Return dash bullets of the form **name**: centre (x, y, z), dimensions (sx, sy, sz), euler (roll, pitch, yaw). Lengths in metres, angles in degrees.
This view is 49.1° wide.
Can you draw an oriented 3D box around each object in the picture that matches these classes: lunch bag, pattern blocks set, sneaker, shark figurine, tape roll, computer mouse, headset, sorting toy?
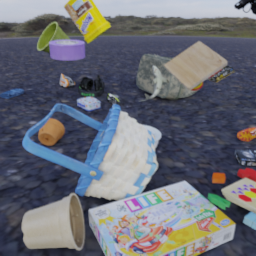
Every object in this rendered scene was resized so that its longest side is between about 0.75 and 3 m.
- **lunch bag**: centre (2.070, -2.577, 14.228), dimensions (2.321, 1.928, 2.767), euler (2, 18, -37)
- **pattern blocks set**: centre (2.805, 1.527, 6.211), dimensions (2.337, 0.189, 2.054), euler (-3, 22, -35)
- **sneaker**: centre (-0.582, -1.327, 12.988), dimensions (0.502, 0.458, 1.241), euler (-6, 25, -22)
- **shark figurine**: centre (0.803, -1.250, 8.715), dimensions (0.694, 1.162, 0.485), euler (25, -12, -26)
- **sneaker**: centre (-3.498, -2.639, 15.965), dimensions (0.599, 0.607, 1.551), euler (-1, 27, -28)
- **tape roll**: centre (-1.864, -2.402, 8.606), dimensions (1.051, 0.447, 1.051), euler (1, 26, 0)
- **computer mouse**: centre (2.691, -2.262, 5.182), dimensions (1.212, 0.320, 0.840), euler (15, 0, -19)
- **headset**: centre (-1.840, -2.147, 14.800), dimensions (1.344, 1.022, 2.176), euler (8, 39, 7)
- **lunch bag**: centre (-1.773, -1.063, 12.437), dimensions (0.821, 0.387, 1.024), euler (-22, 32, -37)
- **sorting toy**: centre (1.894, -1.666, 7.891), dimensions (1.254, 0.439, 1.261), euler (-34, 50, 0)
- **sneaker**: centre (4.048, 0.230, 9.524), dimensions (1.097, 0.400, 0.423), euler (-7, 7, -31)

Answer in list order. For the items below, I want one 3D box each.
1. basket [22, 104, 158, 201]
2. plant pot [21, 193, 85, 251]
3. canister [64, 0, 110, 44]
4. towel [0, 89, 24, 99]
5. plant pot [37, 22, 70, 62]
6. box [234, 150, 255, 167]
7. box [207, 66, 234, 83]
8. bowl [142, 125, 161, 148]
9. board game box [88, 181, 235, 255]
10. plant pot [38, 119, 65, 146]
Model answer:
- **basket**: centre (-0.776, 0.440, 6.562), dimensions (2.764, 1.923, 2.437), euler (30, 22, -7)
- **plant pot**: centre (-1.380, 1.800, 5.155), dimensions (0.924, 1.009, 1.009), euler (-12, 23, 2)
- **canister**: centre (-1.745, -4.662, 11.785), dimensions (1.321, 1.779, 0.770), euler (-21, 21, 44)
- **towel**: centre (-5.883, -1.762, 14.203), dimensions (0.614, 0.267, 1.101), euler (8, 25, 21)
- **plant pot**: centre (-2.868, -3.442, 11.677), dimensions (1.270, 1.337, 1.337), euler (32, -1, -41)
- **box**: centre (3.589, 0.882, 8.114), dimensions (0.842, 0.183, 0.674), euler (4, 23, 9)
- **box**: centre (3.259, -1.938, 9.962), dimensions (0.783, 0.193, 0.625), euler (-31, 24, -4)
- **bowl**: centre (0.280, 0.460, 8.521), dimensions (1.424, 0.640, 1.424), euler (0, 22, 0)
- **board game box**: centre (0.607, 1.885, 5.464), dimensions (2.364, 0.405, 1.589), euler (-11, 25, -24)
- **plant pot**: centre (-2.541, 0.189, 9.094), dimensions (0.820, 0.820, 0.574), euler (3, 41, 7)
